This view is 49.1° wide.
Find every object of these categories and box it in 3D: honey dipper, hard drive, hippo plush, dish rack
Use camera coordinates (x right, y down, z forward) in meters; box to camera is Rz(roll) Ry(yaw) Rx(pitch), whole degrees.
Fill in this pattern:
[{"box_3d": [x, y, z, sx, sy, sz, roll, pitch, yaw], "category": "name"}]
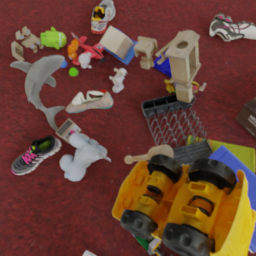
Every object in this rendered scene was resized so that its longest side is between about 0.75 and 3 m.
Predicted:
[{"box_3d": [0.509, 0.908, 8.677, 0.510, 2.685, 0.510, 4, 79, -21], "category": "honey dipper"}, {"box_3d": [3.516, 2.193, 9.125, 1.916, 0.368, 2.904, -38, 69, -16], "category": "hard drive"}, {"box_3d": [-1.509, 1.151, 9.543, 1.738, 1.384, 1.397, 38, 96, 32], "category": "hippo plush"}, {"box_3d": [1.805, 0.064, 10.186, 2.090, 0.743, 2.724, -14, 57, -7], "category": "dish rack"}]

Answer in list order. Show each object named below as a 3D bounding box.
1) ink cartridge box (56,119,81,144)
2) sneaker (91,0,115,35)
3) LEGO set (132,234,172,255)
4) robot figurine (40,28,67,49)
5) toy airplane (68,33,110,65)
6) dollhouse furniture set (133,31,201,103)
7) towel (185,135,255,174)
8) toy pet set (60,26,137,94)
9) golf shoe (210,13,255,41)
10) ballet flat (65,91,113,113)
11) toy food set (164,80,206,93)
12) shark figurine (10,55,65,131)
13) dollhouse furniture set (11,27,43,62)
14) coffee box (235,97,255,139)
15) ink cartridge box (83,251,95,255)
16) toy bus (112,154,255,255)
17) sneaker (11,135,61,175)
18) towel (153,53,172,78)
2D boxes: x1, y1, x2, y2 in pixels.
[{"box_3d": [-2.126, 0.132, 10.054, 0.316, 0.841, 0.693, 39, 82, 19], "category": "ink cartridge box"}, {"box_3d": [-1.169, -5.439, 13.234, 0.844, 0.891, 2.169, 11, 60, 6], "category": "sneaker"}, {"box_3d": [1.412, 3.023, 7.923, 2.254, 1.698, 2.931, -31, 62, -15], "category": "LEGO set"}, {"box_3d": [-3.298, -3.939, 12.473, 1.139, 0.659, 0.999, -2, 59, -19], "category": "robot figurine"}, {"box_3d": [-1.795, -3.505, 12.413, 2.283, 0.420, 2.283, 1, 59, -1], "category": "toy airplane"}, {"box_3d": [1.483, -2.289, 10.087, 1.978, 2.236, 1.243, 20, 65, 27], "category": "dollhouse furniture set"}, {"box_3d": [3.299, 0.947, 10.031, 2.449, 0.221, 1.054, 11, 62, 6], "category": "towel"}, {"box_3d": [-0.938, -2.843, 11.787, 2.867, 1.522, 2.677, 39, 100, 22], "category": "toy pet set"}, {"box_3d": [4.877, -4.344, 12.786, 2.317, 0.894, 1.021, 22, 85, 12], "category": "golf shoe"}, {"box_3d": [-1.238, -0.834, 8.480, 1.597, 0.537, 0.544, -8, 35, 16], "category": "ballet flat"}, {"box_3d": [2.220, -1.504, 11.069, 1.647, 0.969, 0.538, 10, 81, 0], "category": "toy food set"}, {"box_3d": [-3.081, -1.106, 9.491, 1.745, 2.921, 1.219, 4, 47, -10], "category": "shark figurine"}, {"box_3d": [-4.426, -3.548, 12.133, 1.170, 1.025, 0.777, -27, 59, 15], "category": "dollhouse furniture set"}, {"box_3d": [5.634, -0.728, 10.471, 2.712, 1.082, 1.533, -33, 66, -17], "category": "coffee box"}, {"box_3d": [-0.954, 4.197, 7.060, 0.940, 2.197, 1.621, 23, 63, 12], "category": "ink cartridge box"}, {"box_3d": [1.544, 2.207, 6.829, 2.953, 2.835, 2.004, 2, 53, 42], "category": "toy bus"}, {"box_3d": [-3.250, 0.863, 9.721, 1.900, 0.831, 0.701, -35, 66, -18], "category": "sneaker"}, {"box_3d": [1.817, -2.683, 12.005, 1.325, 0.328, 0.978, 35, 67, 18], "category": "towel"}]
